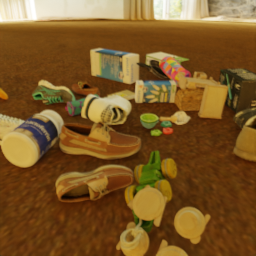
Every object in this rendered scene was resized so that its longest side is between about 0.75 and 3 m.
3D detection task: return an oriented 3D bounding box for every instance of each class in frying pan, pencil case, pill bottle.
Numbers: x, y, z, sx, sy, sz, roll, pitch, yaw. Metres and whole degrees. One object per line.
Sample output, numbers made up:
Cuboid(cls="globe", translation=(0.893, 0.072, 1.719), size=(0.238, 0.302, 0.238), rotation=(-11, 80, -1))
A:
Cuboid(cls="frying pan", translation=(1.517, -3.033, 15.042), size=(1.547, 0.416, 2.557), rotation=(44, 36, 11))
Cuboid(cls="pencil case", translation=(2.434, -3.014, 14.759), size=(1.026, 1.026, 2.321), rotation=(-5, 34, -10))
Cuboid(cls="pill bottle", translation=(-2.759, 0.239, 8.394), size=(1.096, 1.096, 1.895), rotation=(7, 28, 13))
Cuboid(cls="pencil case", translation=(-1.781, -0.916, 11.271), size=(1.357, 0.577, 0.627), rotation=(-21, 24, -33))

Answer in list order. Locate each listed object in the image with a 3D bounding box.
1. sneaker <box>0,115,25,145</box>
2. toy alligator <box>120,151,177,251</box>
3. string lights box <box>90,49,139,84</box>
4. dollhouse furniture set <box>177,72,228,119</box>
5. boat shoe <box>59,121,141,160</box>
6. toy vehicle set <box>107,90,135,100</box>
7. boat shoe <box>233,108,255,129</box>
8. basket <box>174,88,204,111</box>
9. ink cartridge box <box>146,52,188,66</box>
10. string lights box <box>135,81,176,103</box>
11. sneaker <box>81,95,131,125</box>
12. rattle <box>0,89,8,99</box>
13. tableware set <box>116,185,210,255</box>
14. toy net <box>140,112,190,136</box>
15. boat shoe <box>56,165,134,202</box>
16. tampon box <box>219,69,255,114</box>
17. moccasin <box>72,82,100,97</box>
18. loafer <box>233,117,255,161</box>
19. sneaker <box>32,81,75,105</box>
Cuboid(cls="sneaker", translation=(-3.970, 0.000, 9.110), size=(2.246, 0.904, 0.858), rotation=(-6, 25, -16))
Cuboid(cls="toy alligator", translation=(0.462, 1.593, 6.202), size=(0.974, 0.706, 2.937), rotation=(-16, 25, 28))
Cuboid(cls="string lights box", translation=(-0.770, -3.389, 15.228), size=(2.789, 1.433, 0.822), rotation=(19, 33, 33))
Cuboid(cls="dollhouse furniture set", translation=(2.829, -1.494, 11.679), size=(1.461, 1.248, 2.819), rotation=(5, 22, -5))
Cuboid(cls="boat shoe", translation=(-0.874, 0.317, 8.435), size=(2.547, 0.915, 0.965), rotation=(2, 27, 5))
Cuboid(cls="toy vehicle set", translation=(-0.279, -1.437, 12.778), size=(1.169, 0.155, 0.726), rotation=(-20, 33, -34))
Cuboid(cls="boat shoe", translation=(4.881, -0.484, 10.100), size=(2.384, 0.856, 0.806), rotation=(-15, 33, -23))
Cuboid(cls="basket", translation=(2.638, -1.293, 11.662), size=(1.264, 0.902, 0.941), rotation=(-2, 28, -6))
Cuboid(cls="ink cartridge box", translation=(2.350, -3.983, 17.177), size=(1.308, 0.747, 2.519), rotation=(-18, 32, -31))
Cuboid(cls="string lights box", translation=(1.172, -1.573, 12.172), size=(1.692, 0.870, 0.499), rotation=(-2, 32, -7))
Cuboid(cls="sneaker", translation=(-0.452, -0.526, 9.721), size=(1.120, 1.063, 2.782), rotation=(18, 14, 22))
Cuboid(cls="rattle", translation=(-7.014, -1.437, 12.409), size=(2.561, 1.829, 1.667), rotation=(-31, 3, -29))
Cuboid(cls="tableware set", translation=(0.599, 1.958, 5.208), size=(1.710, 0.198, 1.428), rotation=(20, 70, 31))
Cuboid(cls="toy net", translation=(1.512, -0.265, 10.169), size=(2.115, 0.408, 1.110), rotation=(-14, 30, -27))
Cuboid(cls="boat shoe", translation=(-0.768, 1.401, 6.632), size=(1.881, 0.712, 0.675), rotation=(-11, 31, -2))
Cuboid(cls="tampon box", translation=(4.716, -1.583, 11.688), size=(1.166, 1.384, 1.847), rotation=(-4, 27, -8))
Cuboid(cls="moccasin", translation=(-2.004, -1.828, 13.009), size=(0.611, 0.644, 1.670), rotation=(-24, 35, -39))
Cuboid(cls="loafer", translation=(4.460, 0.131, 8.702), size=(2.983, 1.006, 1.134), rotation=(-21, 34, -36))
Cuboid(cls="sneaker", translation=(-3.247, -1.323, 12.107), size=(2.099, 0.814, 0.957), rotation=(17, 54, 25))
